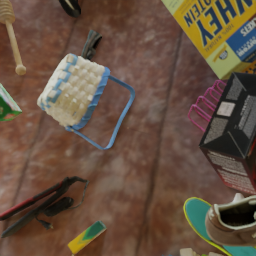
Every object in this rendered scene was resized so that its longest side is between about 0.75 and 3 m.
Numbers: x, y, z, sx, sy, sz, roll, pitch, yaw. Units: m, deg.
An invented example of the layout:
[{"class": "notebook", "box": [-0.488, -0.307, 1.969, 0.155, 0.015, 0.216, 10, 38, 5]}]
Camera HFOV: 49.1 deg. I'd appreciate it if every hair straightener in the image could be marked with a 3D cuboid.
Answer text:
[{"class": "hair straightener", "box": [-1.970, 2.000, 6.841, 2.403, 0.492, 0.925, -28, 75, -13]}]

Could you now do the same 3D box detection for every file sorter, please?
[{"class": "file sorter", "box": [2.362, -0.632, 7.383, 0.871, 0.965, 1.389, 42, 77, 16]}]

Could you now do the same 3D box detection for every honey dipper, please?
[{"class": "honey dipper", "box": [-3.467, -2.668, 8.328, 0.473, 0.473, 2.491, -17, 76, -5]}]

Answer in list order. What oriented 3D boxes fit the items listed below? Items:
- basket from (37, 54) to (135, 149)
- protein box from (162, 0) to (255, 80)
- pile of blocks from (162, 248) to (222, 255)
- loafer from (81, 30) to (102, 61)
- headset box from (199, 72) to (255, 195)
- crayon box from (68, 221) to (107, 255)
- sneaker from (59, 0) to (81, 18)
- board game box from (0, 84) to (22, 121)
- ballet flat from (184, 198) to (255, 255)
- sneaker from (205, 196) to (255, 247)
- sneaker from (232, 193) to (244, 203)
[{"class": "basket", "box": [-0.995, -0.728, 7.227, 2.181, 1.517, 1.923, 32, 70, -19]}, {"class": "protein box", "box": [2.740, -2.825, 6.981, 2.665, 1.811, 2.684, -12, 66, -48]}, {"class": "pile of blocks", "box": [1.180, 3.389, 6.291, 2.432, 0.998, 0.756, -6, 115, 7]}, {"class": "loafer", "box": [-1.079, -2.343, 8.224, 0.378, 0.432, 1.203, 15, 70, -2]}, {"class": "headset box", "box": [2.758, 0.283, 6.417, 0.964, 2.570, 1.910, 16, 70, 39]}, {"class": "crayon box", "box": [-0.994, 2.566, 6.498, 1.006, 0.632, 0.259, -37, 76, -11]}, {"class": "sneaker", "box": [-1.867, -4.470, 8.710, 0.996, 0.774, 2.213, -31, 73, -6]}, {"class": "board game box", "box": [-2.632, -1.054, 4.674, 0.312, 1.440, 2.140, -38, 100, -11]}, {"class": "ballet flat", "box": [2.134, 2.431, 6.511, 2.071, 0.694, 0.692, 40, 88, 14]}, {"class": "sneaker", "box": [2.444, 1.540, 4.677, 2.235, 0.844, 0.787, -11, 43, 8]}, {"class": "sneaker", "box": [2.543, 2.067, 6.807, 0.458, 0.392, 1.051, 19, 72, 11]}]
